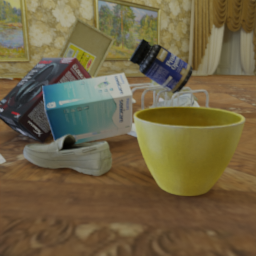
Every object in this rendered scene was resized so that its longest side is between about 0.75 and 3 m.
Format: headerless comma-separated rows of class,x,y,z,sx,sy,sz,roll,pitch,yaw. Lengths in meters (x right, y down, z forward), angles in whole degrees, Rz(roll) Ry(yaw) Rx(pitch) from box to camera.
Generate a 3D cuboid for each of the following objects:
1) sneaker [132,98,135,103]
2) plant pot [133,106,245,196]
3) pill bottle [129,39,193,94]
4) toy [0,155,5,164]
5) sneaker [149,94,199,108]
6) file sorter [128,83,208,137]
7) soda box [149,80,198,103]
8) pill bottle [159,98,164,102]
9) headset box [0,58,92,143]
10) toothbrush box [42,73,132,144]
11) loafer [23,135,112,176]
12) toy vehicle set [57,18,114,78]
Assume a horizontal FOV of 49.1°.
sneaker,0.024,-1.640,14.820,0.388,0.609,1.054,-8,17,-35
plant pot,1.016,0.402,4.922,1.831,1.300,1.831,-1,13,0
pill bottle,0.821,-1.586,7.160,1.495,0.836,0.836,31,10,-9
toy,-3.174,0.289,5.689,1.300,0.307,0.748,45,39,12
sneaker,1.522,-0.495,9.921,2.131,0.858,0.814,-9,47,43
file sorter,0.994,-0.486,8.294,1.620,1.453,2.334,-11,18,-37
soda box,1.720,-1.295,10.472,0.709,0.670,2.094,6,-20,48
pill bottle,1.938,-1.394,14.173,0.774,0.423,0.423,-9,16,-35
headset box,-2.467,-1.040,8.404,2.002,1.039,2.690,15,62,45
toothbrush box,-0.941,-0.412,6.906,1.978,1.448,0.844,-11,52,-9
loafer,-1.290,0.475,5.856,2.045,0.713,0.715,5,14,18
toy vehicle set,-2.104,-3.035,12.395,1.848,2.974,0.394,27,7,-15
